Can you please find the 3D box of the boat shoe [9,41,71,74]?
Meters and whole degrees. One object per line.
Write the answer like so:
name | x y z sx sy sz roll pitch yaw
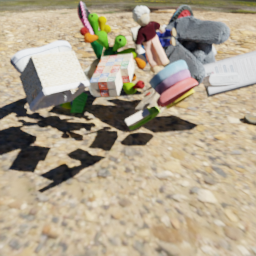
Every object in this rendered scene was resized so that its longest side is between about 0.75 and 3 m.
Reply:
boat shoe | -2.953 -2.453 10.636 1.228 1.064 2.880 53 35 -2

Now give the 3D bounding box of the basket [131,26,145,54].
basket | 0.663 -3.723 11.676 0.910 0.919 0.739 -20 42 -1

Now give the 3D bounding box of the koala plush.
koala plush | 2.452 -2.701 10.319 2.273 2.194 2.474 34 11 28

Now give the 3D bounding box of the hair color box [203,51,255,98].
hair color box | 3.687 -1.859 9.653 2.137 1.058 0.648 -14 -5 7

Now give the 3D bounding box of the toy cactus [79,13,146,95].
toy cactus | -0.776 -2.158 9.253 1.493 2.920 2.409 -40 4 -35

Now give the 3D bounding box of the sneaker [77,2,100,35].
sneaker | -1.667 -4.664 12.054 0.727 1.524 0.602 -25 12 -27

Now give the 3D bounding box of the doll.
doll | 0.827 -3.031 9.382 1.501 1.024 0.364 4 0 26

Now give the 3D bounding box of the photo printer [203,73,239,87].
photo printer | 2.763 -1.437 8.497 0.878 0.366 1.055 -4 5 2

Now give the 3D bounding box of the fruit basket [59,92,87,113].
fruit basket | -2.509 -1.206 12.672 1.210 0.873 1.210 15 32 -9

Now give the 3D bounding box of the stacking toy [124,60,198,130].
stacking toy | 0.606 -0.822 6.669 1.909 0.891 2.109 -31 -6 4

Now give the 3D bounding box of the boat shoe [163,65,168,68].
boat shoe | 1.593 -2.753 11.474 0.548 1.584 0.584 8 30 -15

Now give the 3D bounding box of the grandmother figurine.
grandmother figurine | 0.670 -2.743 8.523 0.607 2.004 1.215 16 56 43

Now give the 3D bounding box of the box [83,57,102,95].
box | -1.024 -2.306 11.784 0.856 1.046 2.202 -12 26 18

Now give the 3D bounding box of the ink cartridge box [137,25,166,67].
ink cartridge box | 1.333 -4.064 13.988 1.829 0.770 1.322 -43 0 0

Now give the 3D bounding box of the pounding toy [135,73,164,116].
pounding toy | 0.740 -1.158 9.116 1.032 1.036 1.805 -14 31 48

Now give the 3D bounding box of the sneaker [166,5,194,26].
sneaker | 1.908 -4.058 11.926 1.147 2.893 1.382 -1 59 -10

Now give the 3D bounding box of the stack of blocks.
stack of blocks | -0.350 -1.307 6.875 0.809 0.411 1.405 -2 38 13

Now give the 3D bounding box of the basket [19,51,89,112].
basket | -2.269 -1.386 8.364 1.507 1.212 1.494 -22 -2 -38

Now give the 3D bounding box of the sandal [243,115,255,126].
sandal | 5.752 -0.374 11.546 1.839 0.497 0.739 9 33 14
